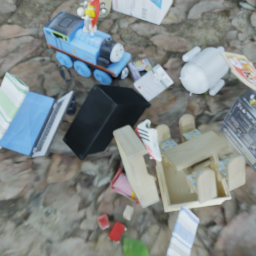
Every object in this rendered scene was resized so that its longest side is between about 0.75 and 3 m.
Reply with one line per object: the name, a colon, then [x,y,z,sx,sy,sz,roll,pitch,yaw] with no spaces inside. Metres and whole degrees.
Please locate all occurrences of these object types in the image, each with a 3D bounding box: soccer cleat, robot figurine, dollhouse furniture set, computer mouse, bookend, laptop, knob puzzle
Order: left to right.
laptop: [-2.544,-0.243,7.390,1.111,1.917,1.795,28,69,-26]
computer mouse: [-1.874,-1.146,8.602,0.457,0.265,1.559,-7,100,-11]
bookend: [-0.574,-0.193,8.228,0.906,1.954,1.966,43,25,21]
dollhouse furniture set: [-0.239,2.007,7.279,0.873,0.660,1.622,25,64,13]
soccer cleat: [0.500,0.267,6.105,0.435,0.350,1.021,-44,50,21]
dollhouse furniture set: [1.109,0.540,6.611,2.432,1.615,2.131,-22,34,-10]
robot figurine: [2.497,-1.864,9.201,1.925,1.087,1.632,-39,90,-19]
knob puzzle: [2.775,-1.311,6.463,1.327,0.184,1.327,21,45,-22]

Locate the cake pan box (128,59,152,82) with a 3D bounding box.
cake pan box: [0.463,-2.005,9.793,0.725,0.206,0.788,-17,62,-7]

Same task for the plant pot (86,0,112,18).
plant pot: [-1.146,-5.133,11.065,1.261,1.261,1.347,-7,75,-4]

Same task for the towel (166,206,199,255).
towel: [1.190,2.462,6.084,0.159,0.978,1.332,3,59,37]

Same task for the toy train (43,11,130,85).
toy train: [-1.330,-2.572,9.253,2.937,1.678,1.273,27,64,14]

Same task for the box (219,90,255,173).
box: [3.581,0.319,7.617,0.528,1.729,2.184,-26,64,-13]

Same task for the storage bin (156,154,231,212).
storage bin: [1.659,1.343,7.602,1.600,0.750,1.589,-7,61,-4]

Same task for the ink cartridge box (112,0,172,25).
ink cartridge box: [0.589,-5.361,10.906,2.067,1.517,1.510,22,64,11]

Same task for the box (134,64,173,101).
box: [0.749,-1.319,8.285,0.935,0.729,0.193,-38,37,15]

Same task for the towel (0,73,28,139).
towel: [-3.208,-0.451,7.034,1.333,0.274,1.786,34,94,46]

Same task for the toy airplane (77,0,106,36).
toy airplane: [-1.134,-3.210,8.086,0.720,1.020,1.016,11,93,-24]
